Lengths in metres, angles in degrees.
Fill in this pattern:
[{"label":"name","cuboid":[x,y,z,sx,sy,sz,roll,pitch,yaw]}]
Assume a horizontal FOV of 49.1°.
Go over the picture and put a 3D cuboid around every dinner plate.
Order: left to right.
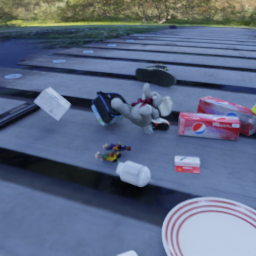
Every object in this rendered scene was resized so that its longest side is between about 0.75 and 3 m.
[{"label":"dinner plate","cuboid":[2.065,2.482,6.020,2.672,0.324,2.672,-1,26,0]}]

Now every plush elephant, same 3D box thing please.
[{"label":"plush elephant","cuboid":[0.694,-0.858,10.370,1.633,1.983,1.535,13,69,38]}]

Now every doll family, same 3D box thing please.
[{"label":"doll family","cuboid":[-0.441,0.786,9.221,0.775,0.526,1.340,-8,25,29]}]

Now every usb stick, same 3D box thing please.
[{"label":"usb stick","cuboid":[-4.878,-0.605,12.168,0.793,0.466,2.859,4,26,24]}]

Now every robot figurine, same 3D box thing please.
[{"label":"robot figurine","cuboid":[0.182,1.289,7.844,1.015,0.573,0.861,16,-9,20]}]

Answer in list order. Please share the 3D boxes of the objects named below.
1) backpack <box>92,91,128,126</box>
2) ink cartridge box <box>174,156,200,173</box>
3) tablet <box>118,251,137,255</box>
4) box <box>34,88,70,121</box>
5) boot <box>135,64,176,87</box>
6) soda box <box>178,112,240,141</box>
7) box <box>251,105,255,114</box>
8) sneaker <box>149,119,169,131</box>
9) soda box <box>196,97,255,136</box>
[{"label":"backpack","cuboid":[-0.708,-0.799,11.518,1.410,1.036,1.290,-14,68,-50]},{"label":"ink cartridge box","cuboid":[1.877,1.157,8.889,0.777,0.174,0.684,3,25,7]},{"label":"tablet","cuboid":[-0.561,3.035,5.100,2.007,0.137,1.306,-10,28,-19]},{"label":"box","cuboid":[-2.937,-0.984,11.064,1.143,0.589,1.960,40,2,-13]},{"label":"boot","cuboid":[2.074,-3.313,17.107,2.762,0.997,2.086,19,30,34]},{"label":"soda box","cuboid":[3.056,-0.077,10.749,2.228,0.706,0.780,6,23,11]},{"label":"box","cuboid":[5.947,-0.227,10.356,1.492,0.583,2.447,-24,63,-40]},{"label":"sneaker","cuboid":[1.099,-0.181,11.402,1.216,0.428,0.569,9,18,11]},{"label":"soda box","cuboid":[4.083,-0.546,11.541,0.790,0.872,2.490,-17,31,-38]}]
